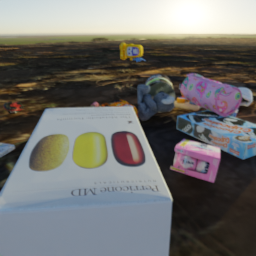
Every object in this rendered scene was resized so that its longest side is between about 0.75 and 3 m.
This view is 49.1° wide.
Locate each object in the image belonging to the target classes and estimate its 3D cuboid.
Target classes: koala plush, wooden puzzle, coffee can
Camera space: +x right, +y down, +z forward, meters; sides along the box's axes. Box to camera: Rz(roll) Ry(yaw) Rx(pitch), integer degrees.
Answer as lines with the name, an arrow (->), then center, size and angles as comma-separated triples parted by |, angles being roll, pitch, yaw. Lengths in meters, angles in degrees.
koala plush -> 0.956, -0.797, 9.350 | 1.230, 1.131, 1.091 | -2, -14, 6
wooden puzzle -> 2.484, -1.054, 11.224 | 1.211, 0.303, 1.307 | 14, 25, 31
coffee can -> 1.181, -1.374, 10.825 | 1.165, 1.165, 1.592 | 1, 21, 4

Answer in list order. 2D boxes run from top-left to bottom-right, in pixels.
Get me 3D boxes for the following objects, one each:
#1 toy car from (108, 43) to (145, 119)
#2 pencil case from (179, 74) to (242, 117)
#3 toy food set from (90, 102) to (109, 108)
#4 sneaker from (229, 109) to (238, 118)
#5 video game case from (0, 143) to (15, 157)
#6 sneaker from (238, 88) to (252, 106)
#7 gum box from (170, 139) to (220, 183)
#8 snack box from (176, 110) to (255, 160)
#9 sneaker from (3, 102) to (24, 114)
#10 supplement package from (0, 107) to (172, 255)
toy car -> -0.099, -1.225, 8.390 | 0.982, 2.951, 1.447 | 6, 4, 24
pencil case -> 2.603, -1.147, 9.155 | 1.021, 1.021, 2.336 | -6, 22, -16
toy food set -> -0.961, -0.796, 10.638 | 1.438, 0.226, 0.914 | -7, 21, -17
sneaker -> 3.064, -0.467, 9.356 | 0.502, 0.510, 1.325 | 14, -3, -21
video game case -> -3.657, 0.606, 7.029 | 1.135, 0.125, 1.035 | 6, 21, 16
sneaker -> 3.904, -1.301, 11.257 | 2.135, 0.751, 0.856 | 6, 30, 13
gum box -> 1.407, 0.628, 5.734 | 0.830, 0.484, 1.463 | 14, 8, 16
snack box -> 2.735, 0.082, 7.950 | 1.453, 0.464, 2.500 | -12, 24, -29
sneaker -> -4.147, -0.684, 9.909 | 0.493, 0.356, 1.008 | -30, 0, 8
supplement package -> -0.542, 0.891, 4.085 | 1.697, 1.634, 2.983 | -3, 21, -7
